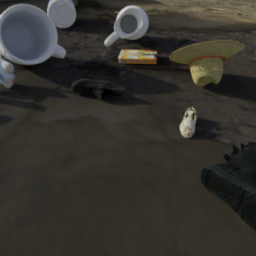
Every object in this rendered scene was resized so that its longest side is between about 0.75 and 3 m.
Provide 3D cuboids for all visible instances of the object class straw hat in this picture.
[{"bbox_3d":[2.578,-1.955,9.225,2.573,1.089,2.573,-6,0,0],"label":"straw hat"}]

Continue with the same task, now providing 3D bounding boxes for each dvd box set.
[{"bbox_3d":[0.419,-2.967,11.675,1.551,0.228,1.135,3,33,6],"label":"dvd box set"}]

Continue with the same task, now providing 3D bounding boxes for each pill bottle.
[{"bbox_3d":[-3.987,-7.064,16.733,1.588,1.588,2.833,-7,33,-11],"label":"pill bottle"}]

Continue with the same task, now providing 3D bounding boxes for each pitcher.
[{"bbox_3d":[-0.104,-4.833,13.539,2.202,1.556,2.566,-34,14,21],"label":"pitcher"}]

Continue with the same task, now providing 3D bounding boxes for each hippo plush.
[{"bbox_3d":[-4.331,-1.850,9.037,0.984,1.223,0.974,-16,14,-41],"label":"hippo plush"}]

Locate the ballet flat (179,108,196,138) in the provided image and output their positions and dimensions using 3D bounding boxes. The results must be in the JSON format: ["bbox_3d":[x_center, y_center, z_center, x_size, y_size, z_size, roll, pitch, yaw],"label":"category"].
[{"bbox_3d":[1.575,-0.176,7.312,0.424,0.358,1.121,8,34,11],"label":"ballet flat"}]

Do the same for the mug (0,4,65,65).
[{"bbox_3d":[-3.779,-3.366,10.935,2.750,2.031,2.411,17,1,-33],"label":"mug"}]

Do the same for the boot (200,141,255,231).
[{"bbox_3d":[2.494,1.022,5.208,1.572,0.710,1.918,-18,35,-28],"label":"boot"}]

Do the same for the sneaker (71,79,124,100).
[{"bbox_3d":[-0.946,-1.178,8.727,1.600,0.480,0.834,-3,28,-11],"label":"sneaker"}]
